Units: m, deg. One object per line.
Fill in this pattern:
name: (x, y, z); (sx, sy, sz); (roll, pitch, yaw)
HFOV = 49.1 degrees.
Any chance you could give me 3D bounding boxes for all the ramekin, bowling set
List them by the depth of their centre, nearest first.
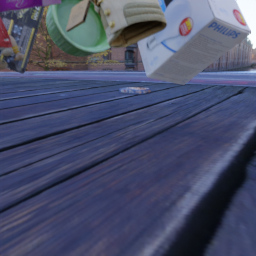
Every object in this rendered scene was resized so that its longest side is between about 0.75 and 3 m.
bowling set: (-4.039, -2.268, 8.454); (1.626, 0.873, 1.132); (-33, 6, -15)
ramekin: (-1.519, -3.503, 9.221); (2.344, 2.344, 1.145); (-9, 3, -32)

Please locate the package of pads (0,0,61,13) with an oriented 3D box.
package of pads: (-1.538, -2.042, 3.691); (1.515, 0.913, 0.573); (-28, 71, -35)

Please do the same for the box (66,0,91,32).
box: (-1.334, -3.041, 7.520); (0.098, 0.753, 0.921); (23, -16, -38)

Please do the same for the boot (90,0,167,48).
boot: (-0.686, -2.593, 5.571); (2.662, 2.069, 0.969); (-12, -8, -4)

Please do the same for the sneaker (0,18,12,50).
sneaker: (-3.753, -2.550, 7.131); (1.008, 0.955, 2.454); (-34, 51, -20)

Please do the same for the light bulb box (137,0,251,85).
light bulb box: (1.588, -3.007, 7.972); (1.578, 2.507, 2.529); (2, -26, -37)

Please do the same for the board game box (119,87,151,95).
board game box: (0.398, -2.089, 15.721); (1.468, 0.254, 0.995); (7, 16, 28)

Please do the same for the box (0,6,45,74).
box: (-4.199, -3.472, 9.385); (2.180, 2.704, 0.664); (17, 14, -20)
